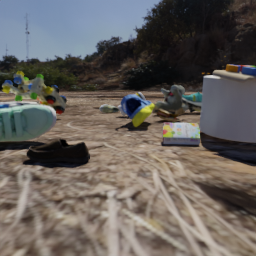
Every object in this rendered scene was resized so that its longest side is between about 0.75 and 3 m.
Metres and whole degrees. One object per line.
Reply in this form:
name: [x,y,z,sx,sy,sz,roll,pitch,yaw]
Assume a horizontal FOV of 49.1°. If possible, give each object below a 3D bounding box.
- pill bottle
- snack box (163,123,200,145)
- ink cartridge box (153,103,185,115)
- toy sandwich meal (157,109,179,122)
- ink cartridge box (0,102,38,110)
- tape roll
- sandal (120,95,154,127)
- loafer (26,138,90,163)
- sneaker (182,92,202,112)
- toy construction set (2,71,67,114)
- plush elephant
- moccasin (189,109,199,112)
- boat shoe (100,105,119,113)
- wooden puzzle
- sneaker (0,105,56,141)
pill bottle: [0.168,-0.980,11.831,1.128,0.634,0.634,-30,13,-4]
snack box: [1.243,0.125,6.625,0.837,0.222,0.595,2,38,6]
ink cartridge box: [1.846,-0.872,12.543,1.080,0.492,1.311,7,11,26]
toy sandwich meal: [1.493,-0.470,10.359,0.850,0.291,0.850,12,12,-3]
ink cartridge box: [-4.255,-0.558,10.059,1.188,0.692,1.643,6,11,32]
tape roll: [3.040,-0.600,7.428,2.169,1.489,2.169,1,12,0]
sandal: [0.302,-0.736,9.647,0.982,0.896,2.255,45,8,-1]
loafer: [-1.267,0.383,5.106,1.169,0.417,0.427,1,9,4]
sneaker: [3.117,-1.267,13.104,2.035,0.810,0.788,14,-21,11]
toy construction set: [-3.404,-1.226,10.900,1.713,1.203,2.612,3,-9,13]
plush elephant: [1.707,-1.206,11.030,1.334,1.098,1.033,24,23,-33]
moccasin: [3.539,-0.978,13.506,1.145,0.390,0.461,-22,22,4]
boat shoe: [-0.867,-0.914,13.335,0.333,0.386,1.073,10,11,42]
wooden puzzle: [2.761,-1.286,6.426,1.205,0.279,1.116,-8,21,-20]
sneaker: [-2.769,-0.010,6.162,2.264,0.833,1.335,-11,5,-6]
